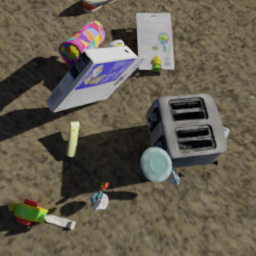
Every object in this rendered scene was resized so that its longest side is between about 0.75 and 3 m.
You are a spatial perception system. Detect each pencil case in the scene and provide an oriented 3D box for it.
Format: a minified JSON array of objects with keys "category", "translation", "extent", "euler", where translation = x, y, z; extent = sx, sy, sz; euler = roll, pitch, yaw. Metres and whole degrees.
[{"category":"pencil case","translation":[-1.637,-3.088,10.209],"extent":[1.043,1.043,2.360],"euler":[18,38,6]}]

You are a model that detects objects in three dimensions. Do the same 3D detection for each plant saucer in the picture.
[{"category":"plant saucer","translation":[0.776,0.956,7.378],"extent":[0.936,0.180,0.936],"euler":[6,72,-20]}]

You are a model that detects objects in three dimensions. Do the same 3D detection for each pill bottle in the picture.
[{"category":"pill bottle","translation":[-0.345,-2.540,10.545],"extent":[0.722,0.722,1.321],"euler":[-19,93,-6]}]

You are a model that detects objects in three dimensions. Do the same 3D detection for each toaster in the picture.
[{"category":"toaster","translation":[1.979,0.172,9.510],"extent":[2.465,1.462,2.229],"euler":[-5,69,-9]}]

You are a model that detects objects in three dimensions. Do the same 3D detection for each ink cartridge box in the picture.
[{"category":"ink cartridge box","translation":[-1.044,-1.649,9.436],"extent":[2.701,2.676,0.586],"euler":[-21,76,-49]}]

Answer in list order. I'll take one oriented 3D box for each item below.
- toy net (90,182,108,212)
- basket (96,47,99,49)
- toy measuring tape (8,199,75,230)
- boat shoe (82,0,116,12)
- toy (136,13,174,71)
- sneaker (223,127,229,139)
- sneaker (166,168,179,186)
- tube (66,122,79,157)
[{"category":"toy net","translation":[-0.841,2.285,9.057],"extent":[0.348,1.800,0.944],"euler":[43,81,-8]},{"category":"basket","translation":[-1.420,-2.557,11.160],"extent":[1.237,0.922,0.883],"euler":[-40,40,-16]},{"category":"toy measuring tape","translation":[-3.043,3.034,9.648],"extent":[2.407,0.885,0.885],"euler":[16,73,5]},{"category":"boat shoe","translation":[-1.081,-6.035,12.561],"extent":[2.241,0.701,0.798],"euler":[-35,74,-12]},{"category":"toy","translation":[1.104,-3.573,11.846],"extent":[1.458,0.598,2.531],"euler":[-1,76,-4]},{"category":"sneaker","translation":[3.158,0.198,10.436],"extent":[1.099,0.412,0.476],"euler":[6,67,37]},{"category":"sneaker","translation":[1.443,1.636,9.297],"extent":[0.392,0.905,0.339],"euler":[-1,46,21]},{"category":"tube","translation":[-2.068,0.423,10.450],"extent":[0.335,0.375,1.291],"euler":[7,96,-17]}]
